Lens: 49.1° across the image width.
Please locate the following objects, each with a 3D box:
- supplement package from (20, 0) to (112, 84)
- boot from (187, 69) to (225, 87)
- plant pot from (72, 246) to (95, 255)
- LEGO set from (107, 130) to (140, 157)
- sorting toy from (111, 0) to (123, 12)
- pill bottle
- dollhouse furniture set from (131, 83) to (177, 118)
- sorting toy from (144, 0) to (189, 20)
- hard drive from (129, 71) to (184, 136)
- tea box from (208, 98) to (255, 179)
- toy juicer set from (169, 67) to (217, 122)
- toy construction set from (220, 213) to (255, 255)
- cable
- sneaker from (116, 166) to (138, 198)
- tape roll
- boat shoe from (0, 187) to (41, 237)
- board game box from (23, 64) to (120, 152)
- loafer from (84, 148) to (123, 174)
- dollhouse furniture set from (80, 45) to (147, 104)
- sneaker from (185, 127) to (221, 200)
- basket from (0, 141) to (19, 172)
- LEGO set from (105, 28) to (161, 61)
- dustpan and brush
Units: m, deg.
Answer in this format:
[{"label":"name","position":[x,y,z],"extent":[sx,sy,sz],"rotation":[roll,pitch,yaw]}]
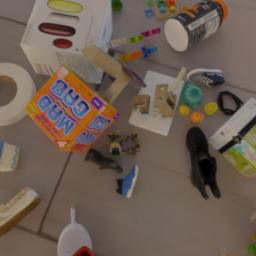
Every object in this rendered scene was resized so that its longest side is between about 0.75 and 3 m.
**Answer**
[{"label":"supplement package","position":[-2.313,-3.660,11.410],"extent":[2.864,2.106,2.739],"rotation":[9,71,2]},{"label":"boot","position":[3.247,-2.031,11.604],"extent":[1.522,0.554,0.687],"rotation":[-5,54,-4]},{"label":"plant pot","position":[-1.312,5.218,8.331],"extent":[2.441,2.151,2.439],"rotation":[-40,76,-12]},{"label":"LEGO set","position":[-0.187,0.554,10.656],"extent":[1.378,0.798,1.060],"rotation":[7,71,2]},{"label":"sorting toy","position":[-0.888,-5.599,13.021],"extent":[1.195,0.491,0.718],"rotation":[-18,87,-19]},{"label":"pill bottle","position":[3.005,-4.510,12.002],"extent":[2.725,1.447,1.447],"rotation":[-34,74,-18]},{"label":"dollhouse furniture set","position":[1.030,-1.028,10.937],"extent":[1.398,0.985,0.980],"rotation":[-1,68,31]},{"label":"sorting toy","position":[1.815,-5.658,13.072],"extent":[2.144,0.292,1.207],"rotation":[-4,71,-2]},{"label":"hard drive","position":[1.179,-1.052,11.463],"extent":[1.616,0.327,2.450],"rotation":[18,72,6]},{"label":"tea box","position":[4.339,0.469,9.967],"extent":[1.433,2.145,2.110],"rotation":[-42,76,-13]},{"label":"toy juicer set","position":[2.412,-1.165,11.334],"extent":[1.429,0.611,2.246],"rotation":[-38,85,-15]},{"label":"toy construction set","position":[4.282,3.795,9.222],"extent":[2.526,2.107,1.941],"rotation":[-17,53,2]},{"label":"cable","position":[4.110,-1.021,11.514],"extent":[0.926,0.288,1.135],"rotation":[-39,78,-7]},{"label":"sneaker","position":[-0.076,1.912,10.367],"extent":[0.663,0.458,1.192],"rotation":[19,78,-3]},{"label":"tape roll","position":[-5.176,-1.399,11.495],"extent":[2.727,0.498,2.727],"rotation":[0,71,1]},{"label":"boat shoe","position":[-4.211,3.014,9.852],"extent":[2.335,0.861,0.808],"rotation":[-38,66,-16]},{"label":"board game box","position":[-1.920,-0.588,10.112],"extent":[2.068,2.066,2.067],"rotation":[44,94,14]},{"label":"loafer","position":[-0.919,1.366,10.500],"extent":[1.537,0.559,0.556],"rotation":[26,69,15]},{"label":"dollhouse furniture set","position":[-1.198,-1.950,10.624],"extent":[1.953,2.752,2.180],"rotation":[-48,50,15]},{"label":"sneaker","position":[2.697,1.153,10.069],"extent":[0.856,1.487,2.850],"rotation":[0,72,-2]},{"label":"basket","position":[-4.802,1.083,10.306],"extent":[1.397,0.972,1.232],"rotation":[17,68,-27]},{"label":"LEGO set","position":[0.164,-3.364,11.880],"extent":[2.763,1.134,1.054],"rotation":[-27,109,-36]},{"label":"dustpan and brush","position":[-1.910,3.599,9.851],"extent":[1.165,0.478,1.669],"rotation":[-4,77,-8]}]
